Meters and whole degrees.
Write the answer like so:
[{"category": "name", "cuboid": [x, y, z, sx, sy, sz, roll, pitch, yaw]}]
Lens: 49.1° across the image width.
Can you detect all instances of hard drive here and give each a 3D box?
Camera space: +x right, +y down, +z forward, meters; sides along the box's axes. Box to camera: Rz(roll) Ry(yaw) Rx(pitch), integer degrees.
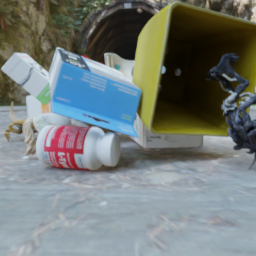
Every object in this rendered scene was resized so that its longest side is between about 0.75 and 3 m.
[{"category": "hard drive", "cuboid": [0.697, -1.915, 10.629, 1.417, 2.030, 0.334, 32, -9, 22]}]

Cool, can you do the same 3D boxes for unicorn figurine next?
[{"category": "unicorn figurine", "cuboid": [-1.738, -0.118, 7.879, 2.444, 1.678, 0.902, -11, -11, -32]}]

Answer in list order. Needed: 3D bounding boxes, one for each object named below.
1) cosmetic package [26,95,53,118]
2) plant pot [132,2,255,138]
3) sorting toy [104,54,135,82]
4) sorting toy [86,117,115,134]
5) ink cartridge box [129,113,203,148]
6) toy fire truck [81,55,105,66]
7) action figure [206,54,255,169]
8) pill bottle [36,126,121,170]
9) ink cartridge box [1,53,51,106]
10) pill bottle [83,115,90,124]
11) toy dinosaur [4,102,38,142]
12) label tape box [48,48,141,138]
[{"category": "cosmetic package", "cuboid": [-3.173, -0.744, 11.129, 0.907, 1.291, 2.546, -6, 3, -37]}, {"category": "plant pot", "cuboid": [1.570, -1.546, 7.930, 2.948, 2.947, 2.600, 3, 14, -23]}, {"category": "sorting toy", "cuboid": [-0.213, -2.020, 10.387, 1.242, 1.379, 0.737, -4, -24, 0]}, {"category": "sorting toy", "cuboid": [-0.996, -0.422, 10.042, 2.369, 1.765, 0.317, 13, 32, -51]}, {"category": "ink cartridge box", "cuboid": [1.238, -0.095, 10.456, 2.102, 1.219, 2.903, -1, 7, -10]}, {"category": "toy fire truck", "cuboid": [-1.601, -1.439, 9.835, 1.110, 1.662, 1.979, 37, 50, 10]}, {"category": "action figure", "cuboid": [2.925, -0.473, 6.802, 1.387, 2.718, 1.616, -17, -19, 2]}, {"category": "pill bottle", "cuboid": [-1.140, 0.465, 6.625, 1.800, 1.011, 1.011, 2, 7, 17]}, {"category": "ink cartridge box", "cuboid": [-2.897, -1.522, 8.678, 1.609, 0.676, 1.171, 42, 7, -12]}, {"category": "pill bottle", "cuboid": [-1.664, -0.765, 12.183, 1.039, 1.865, 1.039, 34, -8, 5]}, {"category": "toy dinosaur", "cuboid": [-4.159, -0.101, 10.876, 2.638, 0.797, 1.401, 23, 28, 22]}, {"category": "label tape box", "cuboid": [-0.850, -1.020, 7.175, 2.117, 0.929, 2.936, 17, 19, -24]}]
